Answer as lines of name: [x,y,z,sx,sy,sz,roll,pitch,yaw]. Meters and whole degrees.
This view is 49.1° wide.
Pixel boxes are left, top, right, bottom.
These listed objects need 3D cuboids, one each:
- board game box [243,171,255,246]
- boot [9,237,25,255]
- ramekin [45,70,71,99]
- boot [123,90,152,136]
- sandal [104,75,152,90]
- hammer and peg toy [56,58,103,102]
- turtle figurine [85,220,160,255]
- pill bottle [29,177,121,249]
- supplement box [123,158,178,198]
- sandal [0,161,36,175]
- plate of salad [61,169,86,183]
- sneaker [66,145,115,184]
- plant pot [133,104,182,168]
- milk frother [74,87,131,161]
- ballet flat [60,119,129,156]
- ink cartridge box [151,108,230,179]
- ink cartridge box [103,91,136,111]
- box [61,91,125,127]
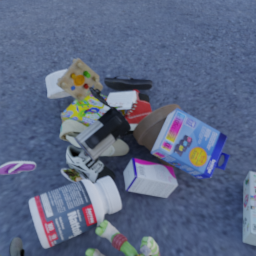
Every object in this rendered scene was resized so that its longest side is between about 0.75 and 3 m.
board game box: [4.628,2.649,8.882,1.719,0.749,2.330,13,46,12]
boot: [-2.986,3.453,7.670,0.368,0.709,1.086,21,41,-31]
ramekin: [-2.850,-2.038,12.883,1.904,0.928,1.904,-15,2,0]
boot: [0.017,-0.650,11.347,2.489,0.901,1.796,-8,80,-41]
sandal: [-0.003,-2.283,14.053,2.435,0.926,0.521,3,71,-8]
hammer and peg toy: [-1.779,-1.689,10.980,1.361,1.850,0.652,-49,49,2]
turtle figurine: [-0.109,3.498,6.994,2.489,1.847,2.567,19,23,35]
pill bottle: [-1.561,2.437,8.549,2.510,1.501,1.501,-19,46,-19]
supplement box: [0.735,1.699,9.397,1.585,0.819,0.802,14,37,-19]
sandal: [-3.763,1.390,9.533,1.235,0.503,0.304,-8,37,-28]
plate of salad: [-1.884,1.650,9.810,0.986,0.237,0.986,27,8,-4]
sneaker: [-1.442,1.310,10.191,2.152,0.952,0.797,23,47,21]
plant pot: [1.530,0.446,10.555,2.106,2.106,1.836,-22,65,-22]
milk frother: [-1.137,-0.166,9.483,1.733,1.663,1.843,-41,73,-13]
ballet flat: [-1.297,0.584,10.539,2.729,0.948,0.948,22,44,-6]
ink cartridge box: [2.179,0.639,9.323,2.341,0.894,1.597,29,74,-6]
ink cartridge box: [-0.303,-0.961,10.944,1.095,0.323,1.367,-2,35,12]
box: [-1.418,-0.397,11.813,1.971,1.202,1.898,19,46,19]
